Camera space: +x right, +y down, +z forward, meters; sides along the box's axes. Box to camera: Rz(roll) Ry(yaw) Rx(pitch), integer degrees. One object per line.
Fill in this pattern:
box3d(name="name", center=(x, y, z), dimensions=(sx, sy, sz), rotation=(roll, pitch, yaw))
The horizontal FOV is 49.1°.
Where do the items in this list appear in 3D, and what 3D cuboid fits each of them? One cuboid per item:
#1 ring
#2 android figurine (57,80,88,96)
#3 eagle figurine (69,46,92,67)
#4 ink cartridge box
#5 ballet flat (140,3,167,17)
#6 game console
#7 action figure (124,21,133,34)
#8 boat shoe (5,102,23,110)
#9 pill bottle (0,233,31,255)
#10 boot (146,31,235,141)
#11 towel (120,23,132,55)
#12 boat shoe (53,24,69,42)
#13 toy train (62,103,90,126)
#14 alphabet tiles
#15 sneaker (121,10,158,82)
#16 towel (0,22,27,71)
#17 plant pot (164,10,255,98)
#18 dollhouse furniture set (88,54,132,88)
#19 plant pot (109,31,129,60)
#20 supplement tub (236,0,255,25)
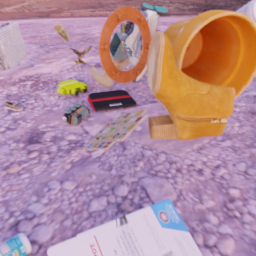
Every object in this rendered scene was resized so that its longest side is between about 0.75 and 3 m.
box3d(name="ring", center=(0.013, -2.360, 8.139), dimensions=(0.208, 2.167, 2.167), rotation=(21, 34, 40))
box3d(name="android figurine", center=(-2.988, -2.151, 14.920), dimensions=(1.606, 0.362, 1.765), rotation=(-24, 37, -38))
box3d(name="eagle figurine", center=(-2.126, -3.352, 12.765), dimensions=(0.905, 1.200, 0.910), rotation=(28, 58, 8))
box3d(name="ink cartridge box", center=(-0.039, 2.457, 5.055), dimensions=(2.499, 0.848, 1.450), rotation=(-13, 55, -25))
box3d(name="ballet flat", center=(1.071, -5.033, 12.088), dimensions=(1.294, 0.473, 0.473), rotation=(0, 25, -28))
box3d(name="game console", center=(-0.809, -1.296, 13.418), dimensions=(2.078, 0.322, 1.838), rotation=(-9, 33, -16))
box3d(name="action figure", center=(0.125, -4.192, 11.603), dimensions=(0.565, 0.658, 1.106), rotation=(10, 48, -2))
box3d(name="boat shoe", center=(-5.228, -1.009, 12.825), dimensions=(0.922, 0.275, 0.331), rotation=(9, 29, 17))
box3d(name="pill bottle", center=(-2.467, 2.579, 5.769), dimensions=(0.828, 0.459, 0.459), rotation=(-25, 36, -38))
box3d(name="boot", center=(1.584, -0.952, 6.888), dimensions=(2.141, 2.990, 1.052), rotation=(-7, 37, -5))
box3d(name="towel", center=(0.243, -3.830, 12.499), dimensions=(0.214, 1.348, 1.878), rotation=(-4, 2, 34))
box3d(name="boat shoe", center=(-2.932, -4.217, 12.431), dimensions=(0.364, 0.998, 0.314), rotation=(-19, 65, 13))
box3d(name="toy train", center=(-2.161, -0.569, 11.744), dimensions=(0.787, 0.588, 1.381), rotation=(22, 30, 13))
box3d(name="alphabet tiles", center=(-0.334, 0.052, 7.158), dimensions=(1.536, 0.058, 1.846), rotation=(-44, 19, -28))
box3d(name="sneaker", center=(0.225, -2.824, 9.721), dimensions=(1.062, 2.460, 0.955), rotation=(6, 24, -13))
box3d(name="towel", center=(-3.994, -2.705, 9.246), dimensions=(0.559, 1.307, 1.082), rotation=(9, 44, 18))
box3d(name="plant pot", center=(2.451, -2.591, 9.729), dimensions=(2.980, 2.980, 2.728), rotation=(-9, 30, -16))
box3d(name="dollhouse furniture set", center=(-0.843, -3.437, 15.742), dimensions=(2.225, 2.044, 1.448), rotation=(-44, 44, -13))
box3d(name="plant pot", center=(-0.244, -3.939, 13.714), dimensions=(1.016, 0.995, 0.997), rotation=(7, 42, -33))
box3d(name="supplement tub", center=(4.460, -3.868, 10.014), dimensions=(1.184, 1.184, 1.795), rotation=(-6, 2, -11))
